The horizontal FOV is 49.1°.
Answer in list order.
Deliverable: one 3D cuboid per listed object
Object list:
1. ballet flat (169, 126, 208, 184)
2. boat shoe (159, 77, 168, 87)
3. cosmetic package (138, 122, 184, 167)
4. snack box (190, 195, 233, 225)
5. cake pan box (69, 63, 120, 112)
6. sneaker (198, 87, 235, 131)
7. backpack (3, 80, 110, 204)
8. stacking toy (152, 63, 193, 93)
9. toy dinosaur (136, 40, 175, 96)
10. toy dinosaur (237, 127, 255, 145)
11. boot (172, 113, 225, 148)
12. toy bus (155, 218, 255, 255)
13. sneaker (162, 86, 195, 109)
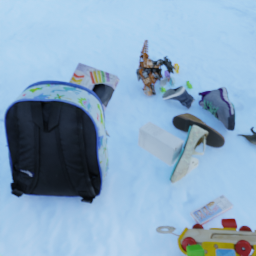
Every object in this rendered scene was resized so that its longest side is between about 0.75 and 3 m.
[{"bbox_3d":[1.953,0.809,8.657,0.709,0.767,2.274,20,56,14],"label":"ballet flat"},{"bbox_3d":[1.517,-1.943,12.206,0.304,0.276,0.828,48,37,-2],"label":"boat shoe"},{"bbox_3d":[1.026,0.503,9.098,1.430,0.807,0.580,32,48,28],"label":"cosmetic package"},{"bbox_3d":[2.287,2.241,7.650,1.179,0.143,0.424,-20,46,-21],"label":"snack box"},{"bbox_3d":[-1.452,-1.438,10.812,1.893,0.495,1.743,24,85,20],"label":"cake pan box"},{"bbox_3d":[3.255,-0.668,10.468,1.140,0.969,2.605,-4,30,10],"label":"sneaker"},{"bbox_3d":[-1.862,0.222,7.703,2.733,2.987,2.195,4,32,4],"label":"backpack"},{"bbox_3d":[1.864,-2.241,12.448,1.400,0.436,1.857,-11,44,-11],"label":"stacking toy"},{"bbox_3d":[0.998,-2.524,11.767,1.583,2.333,1.192,-5,14,-31],"label":"toy dinosaur"},{"bbox_3d":[4.505,0.307,9.437,1.564,0.602,0.800,4,63,18],"label":"toy dinosaur"},{"bbox_3d":[2.571,-0.014,9.796,0.766,0.748,2.031,-25,45,-37],"label":"boot"},{"bbox_3d":[1.984,2.845,6.161,2.082,1.140,2.207,-4,-3,-20],"label":"toy bus"},{"bbox_3d":[2.027,-1.139,11.181,0.523,0.994,1.375,-58,22,-15],"label":"sneaker"}]
